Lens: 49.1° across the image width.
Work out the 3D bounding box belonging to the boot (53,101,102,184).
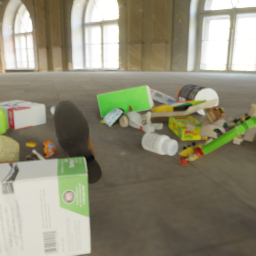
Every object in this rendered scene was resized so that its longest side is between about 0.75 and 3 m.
[{"bbox_3d":[-1.549,0.123,7.771,0.830,2.283,2.425,-32,25,-11],"label":"boot"}]

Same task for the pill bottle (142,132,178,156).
[{"bbox_3d":[1.037,0.528,9.162,0.635,0.635,1.110,-13,19,-39],"label":"pill bottle"}]

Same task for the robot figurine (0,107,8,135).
[{"bbox_3d":[-5.770,-0.332,10.849,2.530,1.463,2.219,11,19,34],"label":"robot figurine"}]

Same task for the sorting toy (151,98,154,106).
[{"bbox_3d":[1.056,-1.368,16.054,0.721,0.801,0.428,-36,27,-33],"label":"sorting toy"}]

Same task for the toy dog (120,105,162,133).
[{"bbox_3d":[0.461,-0.424,12.055,1.955,0.942,1.289,10,24,36],"label":"toy dog"}]

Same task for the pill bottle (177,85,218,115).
[{"bbox_3d":[3.721,-1.668,15.710,1.437,1.437,2.706,-4,16,-14],"label":"pill bottle"}]

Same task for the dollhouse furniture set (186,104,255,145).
[{"bbox_3d":[3.599,-0.520,10.644,2.478,1.210,2.113,16,26,8],"label":"dollhouse furniture set"}]

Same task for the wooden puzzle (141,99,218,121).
[{"bbox_3d":[2.389,-0.953,13.373,2.893,0.539,2.676,-6,9,46],"label":"wooden puzzle"}]

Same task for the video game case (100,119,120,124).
[{"bbox_3d":[-0.759,-0.355,13.438,0.802,0.113,0.887,7,15,23],"label":"video game case"}]

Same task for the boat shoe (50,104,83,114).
[{"bbox_3d":[-2.669,-0.650,12.393,1.046,0.815,2.304,-43,34,-4],"label":"boat shoe"}]

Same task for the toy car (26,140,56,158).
[{"bbox_3d":[-2.601,0.686,8.567,0.370,0.546,1.113,7,3,23],"label":"toy car"}]

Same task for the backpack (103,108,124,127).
[{"bbox_3d":[-0.635,-0.434,11.908,0.677,0.718,0.880,33,50,-13],"label":"backpack"}]

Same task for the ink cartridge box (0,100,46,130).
[{"bbox_3d":[-5.175,-0.657,12.994,2.211,0.922,1.605,11,19,35],"label":"ink cartridge box"}]

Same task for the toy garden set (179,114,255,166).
[{"bbox_3d":[2.726,0.189,8.189,2.508,0.500,2.090,-18,-16,-47],"label":"toy garden set"}]

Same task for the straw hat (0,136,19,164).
[{"bbox_3d":[-3.133,0.657,6.588,2.250,0.952,2.250,3,-11,1],"label":"straw hat"}]

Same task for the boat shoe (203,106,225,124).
[{"bbox_3d":[3.053,-0.537,9.811,0.577,0.610,1.696,-29,-4,21],"label":"boat shoe"}]

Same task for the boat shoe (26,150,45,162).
[{"bbox_3d":[-2.626,0.923,7.967,0.376,0.454,1.265,-45,22,-18],"label":"boat shoe"}]

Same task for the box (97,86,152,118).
[{"bbox_3d":[-0.069,-1.266,13.707,2.365,1.143,2.087,-10,6,9],"label":"box"}]

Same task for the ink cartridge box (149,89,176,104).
[{"bbox_3d":[1.621,-2.039,17.430,1.828,0.565,2.254,17,10,-33],"label":"ink cartridge box"}]

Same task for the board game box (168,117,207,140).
[{"bbox_3d":[2.407,-0.016,11.516,1.019,0.477,2.005,-2,15,-6],"label":"board game box"}]

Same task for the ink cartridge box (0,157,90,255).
[{"bbox_3d":[-1.685,1.355,4.616,2.032,1.485,0.857,-3,17,-12],"label":"ink cartridge box"}]
